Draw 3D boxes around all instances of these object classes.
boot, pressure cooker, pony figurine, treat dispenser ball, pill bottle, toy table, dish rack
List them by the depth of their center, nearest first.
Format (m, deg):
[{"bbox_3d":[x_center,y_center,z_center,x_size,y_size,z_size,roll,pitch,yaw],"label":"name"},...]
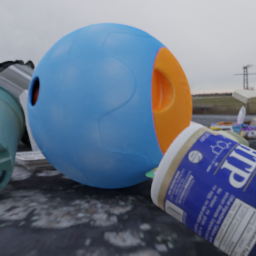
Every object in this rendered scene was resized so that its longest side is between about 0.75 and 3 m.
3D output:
[{"bbox_3d":[1.060,0.679,2.445,1.532,0.917,0.917,29,19,28],"label":"pill bottle"},{"bbox_3d":[-0.332,-0.384,5.281,2.993,2.993,2.993,0,4,0],"label":"treat dispenser ball"},{"bbox_3d":[-2.225,0.799,6.995,1.132,0.287,1.319,-2,4,-36],"label":"dish rack"},{"bbox_3d":[2.255,0.406,8.704,1.811,0.844,2.342,-4,11,-36],"label":"boot"},{"bbox_3d":[-4.063,-1.070,10.433,2.930,2.617,2.577,30,31,5],"label":"pressure cooker"},{"bbox_3d":[4.003,0.126,10.473,1.793,1.493,1.731,-7,21,9],"label":"pony figurine"},{"bbox_3d":[5.407,-0.929,10.502,1.592,2.718,2.498,-24,34,-29],"label":"toy table"},{"bbox_3d":[5.119,0.068,13.335,2.242,0.860,1.741,-12,7,5],"label":"boot"}]

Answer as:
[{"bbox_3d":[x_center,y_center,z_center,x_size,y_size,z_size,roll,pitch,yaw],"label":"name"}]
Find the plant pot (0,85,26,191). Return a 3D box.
[{"bbox_3d":[-2.624,0.236,4.759,1.737,1.737,1.701,-2,26,-22],"label":"plant pot"}]

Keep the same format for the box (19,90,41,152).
[{"bbox_3d":[-1.999,-0.206,9.117,2.570,2.004,0.529,-5,-18,-47],"label":"box"}]

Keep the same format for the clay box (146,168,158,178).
[{"bbox_3d":[1.421,0.869,4.547,1.326,0.549,2.308,4,6,40],"label":"clay box"}]

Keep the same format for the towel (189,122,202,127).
[{"bbox_3d":[1.630,-0.067,10.757,2.703,0.456,2.830,22,19,16],"label":"towel"}]
